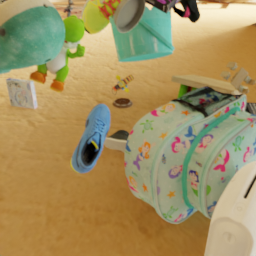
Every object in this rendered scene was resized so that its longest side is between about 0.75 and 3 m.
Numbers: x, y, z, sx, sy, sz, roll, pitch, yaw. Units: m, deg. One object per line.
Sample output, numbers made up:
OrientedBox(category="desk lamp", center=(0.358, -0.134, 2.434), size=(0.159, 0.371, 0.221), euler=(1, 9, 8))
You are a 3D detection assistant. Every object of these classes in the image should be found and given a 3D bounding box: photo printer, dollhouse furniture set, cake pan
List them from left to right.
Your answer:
OrientedBox(category="cake pan", center=(0.018, -2.530, 6.189), size=(0.163, 0.889, 0.889), euler=(44, 47, 19))
OrientedBox(category="dollhouse furniture set", center=(2.909, -1.152, 7.502), size=(0.850, 0.926, 0.602), euler=(34, 4, -22))
OrientedBox(category="photo printer", center=(1.807, 1.601, 4.486), size=(0.692, 1.992, 1.658), euler=(20, 35, 32))

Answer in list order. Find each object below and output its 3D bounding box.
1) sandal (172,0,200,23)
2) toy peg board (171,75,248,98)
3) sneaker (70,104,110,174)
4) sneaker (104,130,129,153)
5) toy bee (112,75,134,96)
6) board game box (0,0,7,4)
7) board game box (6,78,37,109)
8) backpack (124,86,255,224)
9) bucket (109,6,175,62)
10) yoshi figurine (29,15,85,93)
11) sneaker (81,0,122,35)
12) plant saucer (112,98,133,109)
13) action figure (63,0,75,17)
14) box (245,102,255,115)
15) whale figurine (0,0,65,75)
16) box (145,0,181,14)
OrientedBox(category="sandal", center=(1.605, -3.744, 8.355), size=(1.002, 0.601, 2.669), euler=(52, 15, 9))
OrientedBox(category="toy peg board", center=(2.951, -1.201, 10.425), size=(2.228, 1.090, 2.218), euler=(21, 21, 29))
OrientedBox(category="sneaker", center=(-0.479, 0.117, 4.206), size=(0.398, 0.474, 1.209), euler=(29, 61, -18))
OrientedBox(category="sneaker", center=(-0.003, 0.386, 8.013), size=(1.327, 0.469, 0.658), euler=(14, 38, 30))
OrientedBox(category="toy bee", center=(-0.211, -1.164, 7.917), size=(0.544, 0.832, 0.452), euler=(37, 28, 12))
OrientedBox(category="board game box", center=(-3.522, -3.412, 7.122), size=(2.004, 1.513, 0.470), euler=(27, -5, 14))
OrientedBox(category="board game box", center=(-3.882, -1.249, 10.228), size=(1.028, 1.033, 0.224), euler=(9, 29, 15))
OrientedBox(category="backpack", center=(1.332, 0.618, 5.780), size=(2.712, 2.408, 2.042), euler=(-21, 32, -25))
OrientedBox(category="bucket", center=(0.464, -2.838, 8.712), size=(2.040, 1.327, 2.040), euler=(-8, 8, 1))
OrientedBox(category="yoshi figurine", center=(-1.712, -2.005, 7.174), size=(1.151, 2.056, 1.155), euler=(22, -3, 36))
OrientedBox(category="sneaker", center=(-0.441, -3.994, 8.817), size=(2.599, 1.016, 1.174), euler=(-50, 33, -7))
OrientedBox(category="plant saucer", center=(-0.211, -0.962, 10.653), size=(0.777, 0.125, 0.777), euler=(-1, 31, 0))
OrientedBox(category="action figure", center=(-2.167, -4.167, 10.197), size=(0.361, 1.042, 0.678), euler=(3, 13, -17))
OrientedBox(category="box", center=(4.282, 0.130, 7.950), size=(1.711, 0.978, 1.879), euler=(5, 31, 6))
OrientedBox(category="whale figurine", center=(-2.331, -1.708, 6.082), size=(2.363, 1.226, 1.880), euler=(-33, 3, 32))
OrientedBox(category="box", center=(0.607, -3.225, 6.384), size=(1.373, 0.248, 0.982), euler=(36, 66, 18))
